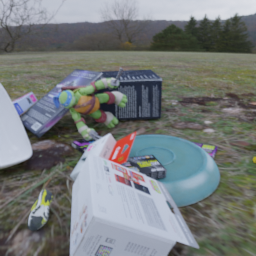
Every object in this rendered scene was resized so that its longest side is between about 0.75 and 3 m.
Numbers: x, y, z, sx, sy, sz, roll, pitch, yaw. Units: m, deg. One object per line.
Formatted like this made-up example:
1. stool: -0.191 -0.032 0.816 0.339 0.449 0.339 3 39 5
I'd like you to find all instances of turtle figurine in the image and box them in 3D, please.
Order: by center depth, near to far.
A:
1. turtle figurine: -0.722 -0.520 8.426 2.496 1.796 2.420 -6 -3 26

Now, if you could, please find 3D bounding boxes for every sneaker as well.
1. sneaker: -1.612 1.526 5.076 0.307 0.349 0.825 36 32 -17

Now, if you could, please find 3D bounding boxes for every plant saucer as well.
1. plant saucer: 0.640 0.812 6.671 2.992 0.410 2.992 -1 23 0

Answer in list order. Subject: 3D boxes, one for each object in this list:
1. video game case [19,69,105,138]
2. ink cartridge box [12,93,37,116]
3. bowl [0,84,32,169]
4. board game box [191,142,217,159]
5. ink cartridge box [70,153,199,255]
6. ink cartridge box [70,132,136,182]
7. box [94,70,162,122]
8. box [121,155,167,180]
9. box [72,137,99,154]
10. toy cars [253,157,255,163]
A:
1. video game case: -2.400 -0.997 9.798 2.977 0.282 2.126 -45 34 -17
2. ink cartridge box: -4.256 -0.561 9.977 1.420 0.499 2.380 -25 20 7
3. bowl: -3.722 -0.080 6.409 0.968 2.593 2.590 -29 -7 17
4. board game box: 1.819 0.606 7.868 1.231 0.199 0.739 9 17 25
5. ink cartridge box: -0.018 1.351 4.419 1.607 0.767 1.830 23 14 -16
6. ink cartridge box: -0.502 0.548 6.208 1.245 0.312 1.434 -29 16 22
7. box: -0.123 -1.399 11.392 2.560 1.614 2.604 -1 19 -4
8. box: 0.254 0.838 5.837 0.878 0.194 0.703 -5 23 -19
9. box: -1.110 0.471 8.249 0.901 0.163 0.644 -15 24 -37
10. toy cars: 3.632 0.872 7.008 0.443 0.219 0.989 -14 24 -34
